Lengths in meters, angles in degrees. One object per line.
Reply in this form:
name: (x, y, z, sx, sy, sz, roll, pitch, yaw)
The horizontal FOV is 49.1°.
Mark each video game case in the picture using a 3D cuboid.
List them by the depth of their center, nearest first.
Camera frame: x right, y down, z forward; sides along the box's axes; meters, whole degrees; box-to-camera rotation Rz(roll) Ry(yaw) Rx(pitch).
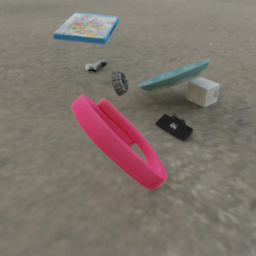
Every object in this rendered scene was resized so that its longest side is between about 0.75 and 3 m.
video game case: (-1.490, -3.836, 10.648, 1.866, 0.232, 2.607, 7, 38, 5)

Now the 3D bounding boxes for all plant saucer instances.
plant saucer: (1.751, -1.931, 10.642, 2.786, 0.382, 2.786, -20, 12, 5)

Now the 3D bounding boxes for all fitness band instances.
fitness band: (-0.152, 0.288, 6.377, 0.517, 2.762, 1.984, -41, 26, 12)

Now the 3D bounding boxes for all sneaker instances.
sneaker: (-1.565, -3.014, 14.131, 1.097, 0.412, 0.634, -16, 39, -6)

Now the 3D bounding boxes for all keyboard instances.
keyboard: (1.626, -0.031, 9.523, 0.742, 0.282, 1.425, -43, 45, -12)

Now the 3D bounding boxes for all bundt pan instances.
bundt pan: (-0.269, -1.616, 10.034, 0.351, 0.935, 0.935, -13, 29, 19)

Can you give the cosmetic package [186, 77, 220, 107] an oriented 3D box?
cosmetic package: (2.980, -1.434, 11.194, 0.794, 0.799, 0.954, -24, 39, -31)
